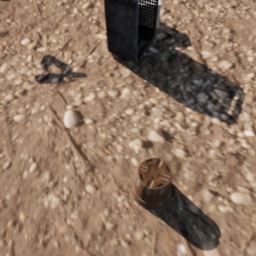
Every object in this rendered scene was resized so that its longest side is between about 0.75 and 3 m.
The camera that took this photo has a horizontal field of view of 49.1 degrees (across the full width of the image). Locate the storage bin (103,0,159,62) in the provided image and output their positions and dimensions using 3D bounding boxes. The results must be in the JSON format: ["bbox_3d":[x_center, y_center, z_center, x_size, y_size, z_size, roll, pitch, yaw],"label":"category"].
[{"bbox_3d":[0.148,-3.847,9.634,1.230,2.624,1.774,23,60,13],"label":"storage bin"}]

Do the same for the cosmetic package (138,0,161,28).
[{"bbox_3d":[0.693,-4.525,10.991,1.064,1.068,0.656,-2,58,-1],"label":"cosmetic package"}]

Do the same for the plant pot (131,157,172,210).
[{"bbox_3d":[0.638,1.367,7.178,1.134,1.123,1.134,0,56,0],"label":"plant pot"}]

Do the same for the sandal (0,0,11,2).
[{"bbox_3d":[-5.029,-5.155,9.572,2.594,0.853,0.951,24,101,-12],"label":"sandal"}]
